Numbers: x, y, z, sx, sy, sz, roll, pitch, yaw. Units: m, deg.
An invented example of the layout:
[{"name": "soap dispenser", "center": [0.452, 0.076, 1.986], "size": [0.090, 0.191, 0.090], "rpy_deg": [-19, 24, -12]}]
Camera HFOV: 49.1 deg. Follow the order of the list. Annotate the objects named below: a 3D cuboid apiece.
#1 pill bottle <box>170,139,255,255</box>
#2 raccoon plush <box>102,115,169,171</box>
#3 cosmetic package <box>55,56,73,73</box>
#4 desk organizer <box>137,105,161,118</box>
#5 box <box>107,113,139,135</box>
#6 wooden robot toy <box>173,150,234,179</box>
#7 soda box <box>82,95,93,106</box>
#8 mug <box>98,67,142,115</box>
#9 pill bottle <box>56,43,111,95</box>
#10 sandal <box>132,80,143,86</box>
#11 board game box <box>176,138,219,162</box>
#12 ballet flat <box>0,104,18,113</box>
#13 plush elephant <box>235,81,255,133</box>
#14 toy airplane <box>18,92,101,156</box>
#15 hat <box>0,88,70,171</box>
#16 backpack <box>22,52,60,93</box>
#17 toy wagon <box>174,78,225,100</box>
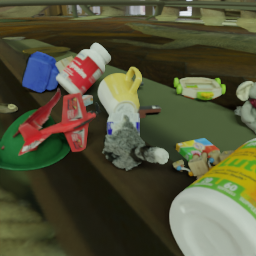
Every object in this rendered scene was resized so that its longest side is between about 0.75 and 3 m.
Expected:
[{"name": "pill bottle", "center": [2.178, 1.098, 4.620], "size": [2.865, 1.591, 1.591], "rpy_deg": [-26, 36, -35]}, {"name": "raccoon plush", "center": [0.293, 0.330, 6.557], "size": [1.832, 0.886, 1.227], "rpy_deg": [11, 45, 28]}, {"name": "cosmetic package", "center": [-2.356, -2.226, 11.661], "size": [0.477, 1.342, 0.706], "rpy_deg": [-19, 17, 33]}, {"name": "desk organizer", "center": [0.680, -0.550, 9.524], "size": [0.811, 0.312, 0.291], "rpy_deg": [-5, 27, -9]}, {"name": "box", "center": [-0.127, -0.100, 8.361], "size": [0.917, 0.481, 0.844], "rpy_deg": [0, 21, 2]}, {"name": "wooden robot toy", "center": [1.695, 0.896, 6.118], "size": [1.417, 0.643, 0.624], "rpy_deg": [-19, 10, 32]}, {"name": "soda box", "center": [-1.679, -0.955, 10.245], "size": [0.326, 0.303, 0.954], "rpy_deg": [10, 22, 25]}, {"name": "mug", "center": [-0.252, -1.046, 9.200], "size": [1.332, 1.664, 1.366], "rpy_deg": [-8, 37, -10]}, {"name": "pill bottle", "center": [-1.668, -2.236, 10.823], "size": [2.075, 1.165, 1.165], "rpy_deg": [-48, 41, -7]}, {"name": "sandal", "center": [-0.150, -1.719, 11.886], "size": [1.622, 0.347, 0.617], "rpy_deg": [-11, 25, -3]}, {"name": "board game box", "center": [1.831, 0.572, 7.431], "size": [0.893, 0.180, 0.683], "rpy_deg": [-10, 28, -18]}, {"name": "ballet flat", "center": [-4.565, -0.763, 9.948], "size": [1.354, 0.314, 0.456], "rpy_deg": [7, 27, 13]}, {"name": "plush elephant", "center": [4.161, -0.784, 8.800], "size": [1.465, 1.377, 1.779], "rpy_deg": [-11, 29, -21]}, {"name": "toy airplane", "center": [-1.597, 0.031, 6.628], "size": [2.202, 2.202, 0.405], "rpy_deg": [-20, 56, -34]}, {"name": "hat", "center": [-2.480, -0.341, 7.042], "size": [2.453, 2.160, 2.032], "rpy_deg": [3, 28, 6]}, {"name": "backpack", "center": [-3.662, -2.361, 11.998], "size": [1.484, 1.437, 1.768], "rpy_deg": [22, 20, -20]}, {"name": "toy wagon", "center": [2.922, -1.582, 11.402], "size": [1.905, 0.486, 2.456], "rpy_deg": [0, 27, 2]}]
